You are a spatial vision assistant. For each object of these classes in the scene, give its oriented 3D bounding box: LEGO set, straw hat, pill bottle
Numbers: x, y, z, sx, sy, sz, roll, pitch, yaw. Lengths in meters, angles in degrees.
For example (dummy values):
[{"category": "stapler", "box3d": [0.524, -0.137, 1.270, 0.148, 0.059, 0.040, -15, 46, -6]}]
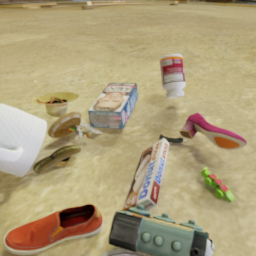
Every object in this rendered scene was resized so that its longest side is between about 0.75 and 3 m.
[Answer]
[{"category": "LEGO set", "box3d": [-2.038, 0.047, 11.077, 1.368, 0.449, 1.831, 29, 11, 22]}, {"category": "straw hat", "box3d": [-2.887, -0.849, 11.329, 1.894, 0.802, 1.894, -1, 21, 0]}, {"category": "pill bottle", "box3d": [2.169, -2.471, 13.567, 1.116, 1.975, 1.116, -6, -1, 0]}]

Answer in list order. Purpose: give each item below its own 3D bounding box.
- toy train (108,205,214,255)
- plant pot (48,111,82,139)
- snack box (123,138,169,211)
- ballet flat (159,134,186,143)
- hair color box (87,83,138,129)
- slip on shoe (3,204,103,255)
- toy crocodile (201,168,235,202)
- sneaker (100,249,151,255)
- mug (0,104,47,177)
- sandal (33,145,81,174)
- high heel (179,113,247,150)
[{"category": "toy train", "box3d": [0.710, 2.510, 6.445, 2.479, 1.057, 1.413, 11, -9, 16]}, {"category": "plant pot", "box3d": [-2.392, -0.056, 10.855, 1.509, 1.509, 0.207, -26, 68, -36]}, {"category": "snack box", "box3d": [0.627, 1.446, 8.675, 1.050, 0.355, 2.921, -36, 16, 30]}, {"category": "ballet flat", "box3d": [1.750, 0.427, 10.961, 1.071, 0.304, 0.356, 2, 5, 4]}, {"category": "hair color box", "box3d": [-0.581, -1.090, 12.738, 1.477, 0.894, 2.953, 3, 32, 15]}, {"category": "slip on shoe", "box3d": [-1.899, 2.525, 7.226, 2.528, 0.773, 0.936, -10, 35, -13]}, {"category": "toy crocodile", "box3d": [2.780, 1.760, 8.688, 0.431, 0.394, 1.277, -19, 51, -31]}, {"category": "sneaker", "box3d": [0.158, 3.287, 6.141, 1.791, 0.649, 1.021, 3, 35, 5]}, {"category": "mug", "box3d": [-4.006, 0.310, 8.508, 2.400, 2.021, 2.737, 26, 4, -26]}, {"category": "sandal", "box3d": [-2.439, 1.136, 9.808, 1.751, 0.473, 0.703, -31, 33, -18]}, {"category": "high heel", "box3d": [3.239, 0.021, 10.314, 2.631, 0.886, 1.262, 9, 49, 50]}]
